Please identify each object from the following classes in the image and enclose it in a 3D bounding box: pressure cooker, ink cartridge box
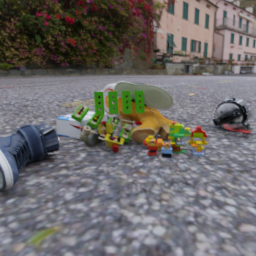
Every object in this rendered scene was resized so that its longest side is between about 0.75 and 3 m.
[{"bbox_3d":[4.392,-0.556,11.819,1.320,1.300,1.478,26,27,29],"label":"pressure cooker"},{"bbox_3d":[-1.835,-0.162,11.345,1.257,0.732,1.739,8,16,29],"label":"ink cartridge box"}]

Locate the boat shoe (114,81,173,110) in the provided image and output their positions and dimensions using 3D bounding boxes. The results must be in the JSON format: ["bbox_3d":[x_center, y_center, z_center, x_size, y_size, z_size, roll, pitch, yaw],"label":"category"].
[{"bbox_3d":[0.557,-1.237,10.456,2.261,0.845,0.750,8,11,-8],"label":"boat shoe"}]

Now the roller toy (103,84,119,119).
[{"bbox_3d":[-0.486,-1.340,13.964,1.336,1.744,1.912,-12,18,-39],"label":"roller toy"}]

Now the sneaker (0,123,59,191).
[{"bbox_3d":[-2.693,0.618,7.431,2.106,1.108,2.915,-12,17,-31],"label":"sneaker"}]

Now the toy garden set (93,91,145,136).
[{"bbox_3d":[-0.307,-0.508,9.714,1.802,1.502,0.360,-4,0,-23],"label":"toy garden set"}]

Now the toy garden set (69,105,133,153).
[{"bbox_3d":[-0.927,-0.092,9.668,2.178,0.435,1.815,23,29,-1],"label":"toy garden set"}]

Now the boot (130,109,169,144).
[{"bbox_3d":[0.615,-0.138,10.343,1.964,0.691,1.406,1,40,-38],"label":"boot"}]

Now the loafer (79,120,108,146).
[{"bbox_3d":[-1.202,0.105,10.358,0.645,0.696,1.851,9,16,18],"label":"loafer"}]

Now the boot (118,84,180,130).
[{"bbox_3d":[0.876,-0.818,11.464,2.727,1.952,0.959,3,15,11],"label":"boot"}]

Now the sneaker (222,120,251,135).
[{"bbox_3d":[4.230,-0.062,10.896,1.072,0.524,0.379,11,7,33],"label":"sneaker"}]

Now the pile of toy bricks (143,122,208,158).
[{"bbox_3d":[1.518,0.291,8.928,2.075,1.025,1.151,2,14,7],"label":"pile of toy bricks"}]
